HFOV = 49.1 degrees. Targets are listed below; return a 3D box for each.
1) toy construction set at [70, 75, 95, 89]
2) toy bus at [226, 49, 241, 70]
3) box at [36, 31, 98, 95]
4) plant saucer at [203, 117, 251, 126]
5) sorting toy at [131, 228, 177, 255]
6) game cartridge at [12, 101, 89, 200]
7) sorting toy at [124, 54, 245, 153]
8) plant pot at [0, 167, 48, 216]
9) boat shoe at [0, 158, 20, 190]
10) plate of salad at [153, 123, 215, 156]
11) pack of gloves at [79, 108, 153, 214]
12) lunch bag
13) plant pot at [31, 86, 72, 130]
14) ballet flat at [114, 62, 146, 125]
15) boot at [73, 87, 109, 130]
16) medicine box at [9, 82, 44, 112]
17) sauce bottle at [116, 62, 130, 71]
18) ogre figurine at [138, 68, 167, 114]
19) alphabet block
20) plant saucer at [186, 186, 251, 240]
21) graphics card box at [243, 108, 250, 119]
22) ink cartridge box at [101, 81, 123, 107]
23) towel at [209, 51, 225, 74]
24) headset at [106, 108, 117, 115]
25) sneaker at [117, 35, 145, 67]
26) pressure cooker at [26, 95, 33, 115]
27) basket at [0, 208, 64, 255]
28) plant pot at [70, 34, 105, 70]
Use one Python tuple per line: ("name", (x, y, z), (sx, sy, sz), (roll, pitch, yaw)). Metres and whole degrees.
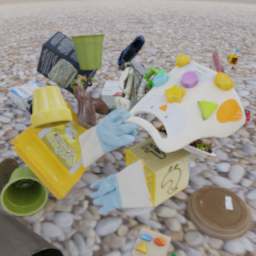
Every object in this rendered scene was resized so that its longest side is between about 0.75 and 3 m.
("toy construction set", (-1.988, -1.793, 10.913), (0.991, 0.762, 0.827), (18, 75, 34))
("toy bus", (3.778, -2.523, 10.228), (0.356, 0.690, 0.651), (10, 73, -3))
("box", (-2.673, -2.802, 12.606), (2.362, 1.753, 1.265), (34, 50, -6))
("plant saucer", (4.605, -0.419, 13.997), (2.072, 0.381, 2.075), (-19, 39, -27))
("sorting toy", (0.897, 3.513, 8.224), (1.392, 0.205, 1.029), (12, 35, 19))
("game cartridge", (-2.090, 0.602, 8.868), (0.408, 2.217, 2.515), (-28, 15, 37))
("sorting toy", (1.345, -0.562, 8.004), (2.654, 1.575, 2.948), (-39, 52, -18))
("plant pot", (-3.559, 2.015, 9.647), (1.440, 1.440, 1.368), (-11, 23, -16))
("boat shoe", (-5.082, 2.098, 9.881), (0.903, 0.962, 2.673), (-14, 25, 47))
("plate of salad", (1.792, 0.291, 9.348), (2.478, 0.595, 2.478), (24, 5, -2))
("pack of gloves", (-0.299, 0.890, 6.952), (0.533, 2.703, 2.271), (-4, 74, -35))
("lunch bag", (-2.354, -1.954, 10.347), (0.655, 0.789, 0.940), (31, 82, 19))
("plant pot", (-2.048, -0.529, 7.253), (1.017, 0.956, 1.017), (-14, -4, -1))
("ballet flat", (-0.062, -1.240, 10.631), (0.962, 2.675, 0.962), (12, -2, 0))
("boot", (-1.113, -0.402, 9.207), (1.653, 0.570, 1.774), (32, 23, -38))
("medicine box", (-5.482, -1.793, 15.643), (1.486, 0.840, 1.632), (28, 42, 36))
("sauce bottle", (-0.099, -2.381, 10.953), (0.809, 0.267, 0.267), (-25, 41, -30))
("ogre figurine", (1.008, -1.502, 10.832), (1.123, 1.372, 2.288), (38, 31, 16))
("alphabet block", (1.044, 1.460, 10.020), (1.686, 1.647, 1.656), (-23, 37, -30))
("plant saucer", (3.008, 2.692, 9.294), (2.103, 0.310, 2.103), (1, 36, -1))
("graphics card box", (5.746, -0.786, 14.300), (0.256, 0.631, 1.006), (-41, 45, -13))
("ink cartridge box", (-0.746, -1.954, 15.967), (1.303, 0.740, 1.788), (2, 34, 3))
("towel", (3.803, -2.135, 12.227), (0.228, 2.003, 1.443), (-6, 60, 2))
("headset", (-0.773, -0.860, 14.449), (0.800, 0.609, 1.296), (1, 22, 4))
("sneaker", (0.071, -2.948, 10.935), (0.540, 1.539, 0.600), (37, 24, -10))
("pressure cooker", (-4.706, -1.167, 14.549), (1.043, 1.059, 1.186), (5, 28, -30))
("basket", (-3.268, 3.332, 7.139), (2.633, 1.791, 2.374), (24, 68, 40))
("plant pot", (-1.547, -3.005, 11.135), (1.394, 1.324, 1.394), (-3, 19, 1))
